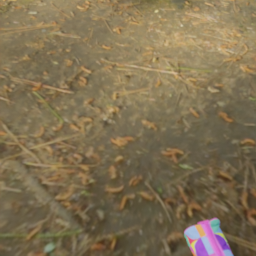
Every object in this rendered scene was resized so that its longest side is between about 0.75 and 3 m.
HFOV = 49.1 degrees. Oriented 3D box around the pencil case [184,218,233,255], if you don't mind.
[{"bbox_3d":[2.086,3.188,6.141,1.030,1.030,2.330,-13,47,-12],"label":"pencil case"}]
